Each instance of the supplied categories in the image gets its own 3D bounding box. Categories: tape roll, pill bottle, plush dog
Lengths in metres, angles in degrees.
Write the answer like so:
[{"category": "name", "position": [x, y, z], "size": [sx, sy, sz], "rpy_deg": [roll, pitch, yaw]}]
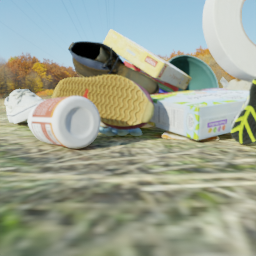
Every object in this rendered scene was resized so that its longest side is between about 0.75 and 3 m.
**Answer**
[{"category": "tape roll", "position": [3.244, -2.548, 6.835], "size": [2.928, 2.928, 0.535], "rpy_deg": [-1, -2, -14]}, {"category": "pill bottle", "position": [-1.096, -0.105, 4.481], "size": [0.758, 0.758, 1.351], "rpy_deg": [-4, 6, -38]}, {"category": "plush dog", "position": [4.768, -1.049, 11.131], "size": [2.063, 1.927, 2.402], "rpy_deg": [26, -8, -31]}]

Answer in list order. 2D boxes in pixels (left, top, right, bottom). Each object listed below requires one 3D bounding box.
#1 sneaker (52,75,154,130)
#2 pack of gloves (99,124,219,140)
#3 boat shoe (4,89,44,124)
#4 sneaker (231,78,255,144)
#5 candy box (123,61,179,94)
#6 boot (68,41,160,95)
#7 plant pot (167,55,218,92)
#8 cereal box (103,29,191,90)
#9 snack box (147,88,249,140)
[{"category": "sneaker", "position": [-0.394, -0.461, 5.860], "size": [2.663, 0.998, 1.200], "rpy_deg": [16, -7, 40]}, {"category": "pack of gloves", "position": [0.739, -0.196, 6.691], "size": [2.458, 0.577, 2.925], "rpy_deg": [0, 6, 12]}, {"category": "boat shoe", "position": [-3.260, -0.753, 8.779], "size": [1.055, 0.963, 2.931], "rpy_deg": [-24, 14, -27]}, {"category": "sneaker", "position": [2.100, -0.459, 4.393], "size": [0.558, 1.481, 0.566], "rpy_deg": [34, 28, 12]}, {"category": "candy box", "position": [0.224, -1.205, 9.732], "size": [2.034, 0.926, 2.405], "rpy_deg": [25, -11, -16]}, {"category": "boot", "position": [-0.391, -1.382, 6.913], "size": [2.389, 0.893, 1.158], "rpy_deg": [19, -13, 14]}, {"category": "plant pot", "position": [2.740, -1.903, 14.141], "size": [2.893, 2.893, 1.938], "rpy_deg": [-2, -19, -18]}, {"category": "cereal box", "position": [0.662, -1.872, 8.044], "size": [1.841, 0.506, 2.559], "rpy_deg": [38, 16, 21]}, {"category": "snack box", "position": [1.722, -0.407, 5.958], "size": [2.441, 0.647, 1.736], "rpy_deg": [-11, 18, -31]}]
